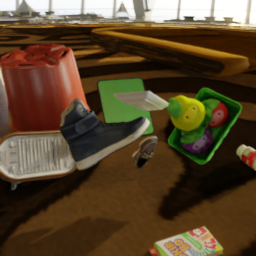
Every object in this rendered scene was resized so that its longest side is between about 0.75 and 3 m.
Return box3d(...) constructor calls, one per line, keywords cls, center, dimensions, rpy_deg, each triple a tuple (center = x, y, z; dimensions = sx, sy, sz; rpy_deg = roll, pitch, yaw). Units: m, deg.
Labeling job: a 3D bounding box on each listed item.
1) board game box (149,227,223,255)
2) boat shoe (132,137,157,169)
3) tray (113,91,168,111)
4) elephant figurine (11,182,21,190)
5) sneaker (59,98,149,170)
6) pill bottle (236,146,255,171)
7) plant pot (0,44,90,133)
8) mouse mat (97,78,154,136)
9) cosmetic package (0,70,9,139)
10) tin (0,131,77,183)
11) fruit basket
box3d(cls="board game box", center=(1.235, 2.632, 6.062), dimensions=(1.449, 0.217, 0.692), rpy_deg=(-13, 29, -17))
box3d(cls="boat shoe", center=(0.466, 0.672, 7.491), dimensions=(0.467, 1.299, 0.387), rpy_deg=(2, 58, -22))
box3d(cls="tray", center=(0.442, -0.723, 8.035), dimensions=(1.029, 0.212, 1.916), rpy_deg=(-2, -7, 24))
box3d(cls="elephant figurine", center=(-3.458, 1.196, 8.328), dimensions=(1.054, 0.746, 0.817), rpy_deg=(19, 18, 21))
box3d(cls="sneaker", center=(-0.715, -0.202, 8.103), dimensions=(2.560, 1.850, 0.973), rpy_deg=(-30, 10, -20))
box3d(cls="pill bottle", center=(3.942, 0.945, 8.973), dimensions=(0.514, 0.514, 0.916), rpy_deg=(-10, 29, -19))
box3d(cls="plant pot", center=(-2.722, -1.061, 9.379), dimensions=(2.991, 2.908, 2.991), rpy_deg=(-3, 33, 2))
box3d(cls="mouse mat", center=(-0.085, -0.788, 10.831), dimensions=(1.949, 2.422, 0.091), rpy_deg=(-7, -12, -20))
box3d(cls="cosmetic package", center=(-5.572, -0.684, 8.914), dimensions=(2.414, 2.929, 2.416), rpy_deg=(4, 11, 9))
box3d(cls="tin", center=(-2.560, 0.804, 8.042), dimensions=(2.486, 1.392, 0.520), rpy_deg=(-3, -5, -30))
box3d(cls="fruit basket", center=(1.934, -0.159, 7.633), dimensions=(2.070, 2.070, 1.493), rpy_deg=(-24, 46, -39))
